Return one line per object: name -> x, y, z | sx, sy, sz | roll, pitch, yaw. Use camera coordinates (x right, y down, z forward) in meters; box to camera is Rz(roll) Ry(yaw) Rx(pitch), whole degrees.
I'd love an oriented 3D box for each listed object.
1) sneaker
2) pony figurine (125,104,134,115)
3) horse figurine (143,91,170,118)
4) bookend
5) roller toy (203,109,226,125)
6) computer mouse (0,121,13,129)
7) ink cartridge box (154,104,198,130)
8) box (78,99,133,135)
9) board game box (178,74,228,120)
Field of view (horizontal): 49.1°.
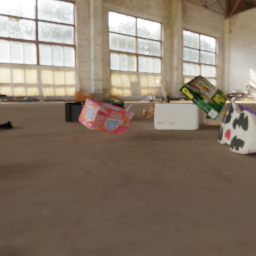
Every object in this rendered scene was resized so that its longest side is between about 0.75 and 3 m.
sneaker -> 2.936, 0.101, 6.722 | 1.184, 1.144, 2.839 | 15, 17, 3
pony figurine -> -0.105, -0.834, 15.423 | 0.904, 0.753, 0.873 | 8, 42, 29
horse figurine -> 1.465, -1.169, 13.619 | 1.762, 1.168, 0.440 | -12, 6, -33
bookend -> -1.548, -0.750, 13.095 | 1.990, 0.922, 2.003 | 4, 8, 30
roller toy -> 3.434, -0.481, 11.105 | 0.832, 0.637, 0.912 | 7, -9, -6
computer mouse -> -5.236, -0.201, 10.470 | 1.946, 0.448, 1.366 | 6, 10, 38
ink cartridge box -> 1.810, -0.481, 10.917 | 1.551, 0.909, 2.118 | 1, 5, 5
box -> -0.613, -0.284, 7.874 | 1.341, 0.688, 0.635 | 13, 16, -47
board game box -> 2.685, -1.155, 9.636 | 1.440, 0.322, 2.748 | 43, 29, 6
